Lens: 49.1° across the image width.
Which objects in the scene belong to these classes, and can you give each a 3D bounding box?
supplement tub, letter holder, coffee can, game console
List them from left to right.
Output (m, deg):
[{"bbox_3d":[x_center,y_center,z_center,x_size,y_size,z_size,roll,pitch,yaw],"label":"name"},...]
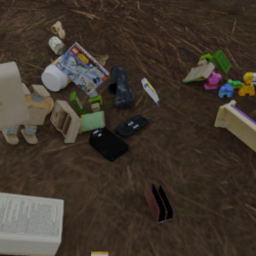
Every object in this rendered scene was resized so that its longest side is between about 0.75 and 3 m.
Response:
[{"bbox_3d":[-4.175,-4.823,16.443,0.740,0.740,1.011,-20,47,-21],"label":"coffee can"},{"bbox_3d":[-3.296,-2.682,13.735,1.235,1.235,1.710,17,46,18],"label":"supplement tub"},{"bbox_3d":[-0.201,0.235,11.243,2.617,0.316,1.544,-33,52,-29],"label":"game console"},{"bbox_3d":[0.957,2.233,8.692,0.559,0.790,1.111,-12,43,-13],"label":"letter holder"}]

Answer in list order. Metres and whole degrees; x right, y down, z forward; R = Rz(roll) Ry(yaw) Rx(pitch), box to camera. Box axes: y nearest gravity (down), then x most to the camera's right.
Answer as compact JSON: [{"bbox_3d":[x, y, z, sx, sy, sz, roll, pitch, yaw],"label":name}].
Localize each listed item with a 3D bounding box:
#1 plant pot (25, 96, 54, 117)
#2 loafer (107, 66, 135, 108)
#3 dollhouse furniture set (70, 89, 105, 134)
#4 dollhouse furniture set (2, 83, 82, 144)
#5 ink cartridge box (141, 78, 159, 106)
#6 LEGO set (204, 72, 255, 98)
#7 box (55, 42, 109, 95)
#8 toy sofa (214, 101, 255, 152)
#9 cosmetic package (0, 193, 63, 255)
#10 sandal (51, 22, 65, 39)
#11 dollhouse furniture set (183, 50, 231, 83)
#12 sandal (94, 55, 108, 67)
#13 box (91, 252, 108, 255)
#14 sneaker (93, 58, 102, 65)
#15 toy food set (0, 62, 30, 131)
[{"bbox_3d":[-4.289,-0.865,12.476,1.946,0.267,1.946,1,43,-1],"label":"plant pot"},{"bbox_3d":[-0.493,-2.002,13.167,1.008,0.975,2.872,-3,45,-17],"label":"loafer"},{"bbox_3d":[-1.700,-0.764,11.656,1.191,0.912,1.818,-17,42,7],"label":"dollhouse furniture set"},{"bbox_3d":[-3.246,-0.307,10.573,2.399,2.103,1.594,1,33,-41],"label":"dollhouse furniture set"},{"bbox_3d":[0.914,-1.369,10.784,0.226,0.962,0.951,-39,24,14],"label":"ink cartridge box"},{"bbox_3d":[5.235,-2.209,13.274,2.831,1.162,1.080,-4,43,-5],"label":"LEGO set"},{"bbox_3d":[-1.658,-2.116,10.171,1.116,1.629,0.325,-37,26,24],"label":"box"},{"bbox_3d":[4.747,0.047,10.882,1.257,1.067,2.577,-21,47,-20],"label":"toy sofa"},{"bbox_3d":[-3.141,2.591,7.559,2.582,0.944,1.337,12,40,-18],"label":"cosmetic package"},{"bbox_3d":[-3.064,-4.223,11.955,0.397,0.443,1.208,1,43,-36],"label":"sandal"},{"bbox_3d":[3.977,-2.746,14.166,2.113,1.061,1.385,-51,23,-25],"label":"dollhouse furniture set"},{"bbox_3d":[-1.280,-2.776,11.996,0.670,0.450,1.667,-3,21,22],"label":"sandal"},{"bbox_3d":[-0.790,3.747,7.513,0.461,0.161,0.774,1,45,1],"label":"box"},{"bbox_3d":[-2.313,-3.498,15.137,1.793,0.708,0.855,-7,32,-9],"label":"sneaker"},{"bbox_3d":[-3.021,-0.643,6.509,1.136,1.583,0.478,-19,37,-26],"label":"toy food set"}]
